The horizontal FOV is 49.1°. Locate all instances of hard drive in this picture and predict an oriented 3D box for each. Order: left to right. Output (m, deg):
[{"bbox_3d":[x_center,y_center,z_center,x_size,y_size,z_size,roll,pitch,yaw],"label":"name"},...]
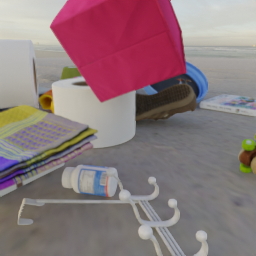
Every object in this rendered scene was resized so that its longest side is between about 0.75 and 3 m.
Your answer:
[{"bbox_3d":[-4.643,-1.586,13.119,2.636,0.434,1.840,13,21,35],"label":"hard drive"}]

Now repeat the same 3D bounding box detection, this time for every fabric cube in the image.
[{"bbox_3d":[-0.052,-2.075,5.939,1.986,1.993,1.955,-17,38,20],"label":"fabric cube"}]

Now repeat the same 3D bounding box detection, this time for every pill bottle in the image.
[{"bbox_3d":[-0.680,0.919,4.976,0.902,0.506,0.506,4,18,14],"label":"pill bottle"}]

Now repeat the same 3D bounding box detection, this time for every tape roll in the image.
[{"bbox_3d":[-4.334,-1.849,10.204,1.833,2.669,2.669,-4,18,-12],"label":"tape roll"},{"bbox_3d":[-0.935,-0.523,7.845,2.238,1.537,2.238,0,17,0],"label":"tape roll"}]

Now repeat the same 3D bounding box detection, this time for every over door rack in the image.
[{"bbox_3d":[-0.333,1.205,3.678,2.235,0.744,1.651,-5,17,-17],"label":"over door rack"}]

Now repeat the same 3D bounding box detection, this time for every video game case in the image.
[{"bbox_3d":[4.476,-0.974,11.427,2.209,0.288,2.427,14,21,37],"label":"video game case"}]

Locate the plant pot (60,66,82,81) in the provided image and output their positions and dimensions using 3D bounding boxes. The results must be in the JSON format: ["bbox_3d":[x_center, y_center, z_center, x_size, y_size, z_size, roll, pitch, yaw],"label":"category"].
[{"bbox_3d":[-2.459,-1.954,12.495,1.413,1.510,1.413,0,17,0],"label":"plant pot"}]

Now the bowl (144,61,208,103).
[{"bbox_3d":[1.939,-1.941,11.855,2.840,0.557,2.840,6,50,-8],"label":"bowl"}]

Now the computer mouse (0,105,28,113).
[{"bbox_3d":[-4.301,-0.246,8.696,2.760,0.635,1.938,-10,16,-11],"label":"computer mouse"}]

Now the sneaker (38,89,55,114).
[{"bbox_3d":[-1.997,-0.747,9.954,2.985,1.089,1.151,11,44,38],"label":"sneaker"}]

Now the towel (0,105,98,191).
[{"bbox_3d":[-2.029,0.273,3.591,2.030,0.322,2.827,19,29,38],"label":"towel"}]

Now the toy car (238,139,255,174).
[{"bbox_3d":[2.642,0.693,5.421,0.685,0.713,0.868,-13,32,-5],"label":"toy car"}]

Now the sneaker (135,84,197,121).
[{"bbox_3d":[0.814,-0.570,9.291,2.920,1.103,1.028,-10,57,23],"label":"sneaker"}]

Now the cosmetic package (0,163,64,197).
[{"bbox_3d":[-2.175,0.539,5.190,0.737,1.012,1.991,18,28,35],"label":"cosmetic package"}]

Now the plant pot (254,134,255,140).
[{"bbox_3d":[3.599,0.214,6.513,0.810,0.806,0.735,4,43,-12],"label":"plant pot"}]

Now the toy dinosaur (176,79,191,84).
[{"bbox_3d":[2.278,-1.493,11.431,0.548,0.946,1.043,10,8,-11],"label":"toy dinosaur"}]

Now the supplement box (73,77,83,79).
[{"bbox_3d":[-1.204,-1.647,12.022,2.135,1.081,1.104,-18,32,-42],"label":"supplement box"}]
